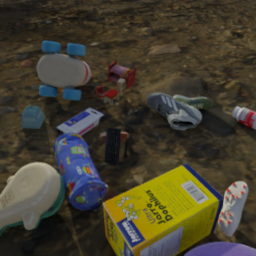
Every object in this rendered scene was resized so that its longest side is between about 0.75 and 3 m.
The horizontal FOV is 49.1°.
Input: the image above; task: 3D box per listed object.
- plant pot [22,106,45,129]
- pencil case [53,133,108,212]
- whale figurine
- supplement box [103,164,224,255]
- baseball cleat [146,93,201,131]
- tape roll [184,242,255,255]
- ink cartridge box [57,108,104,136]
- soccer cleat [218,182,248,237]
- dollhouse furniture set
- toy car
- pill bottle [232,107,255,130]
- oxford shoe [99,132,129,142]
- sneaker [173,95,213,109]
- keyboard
[{"bbox_3d":[-4.071,-0.496,11.867,0.753,0.767,0.751,3,38,4],"label":"plant pot"},{"bbox_3d":[-1.600,1.335,9.158,1.238,1.112,2.849,-7,36,-24],"label":"pencil case"},{"bbox_3d":[-2.986,2.231,8.149,2.558,1.327,2.035,-41,49,-9],"label":"whale figurine"},{"bbox_3d":[0.899,2.396,7.449,2.762,1.503,1.513,-20,42,-24],"label":"supplement box"},{"bbox_3d":[1.769,-0.731,12.013,2.665,0.929,1.418,20,39,26],"label":"baseball cleat"},{"bbox_3d":[2.145,3.962,5.620,2.941,1.249,2.941,1,37,-1],"label":"tape roll"},{"bbox_3d":[-1.969,-0.191,11.819,0.910,0.356,1.922,26,47,31],"label":"ink cartridge box"},{"bbox_3d":[3.041,2.307,8.104,0.586,0.656,1.692,4,44,41],"label":"soccer cleat"},{"bbox_3d":[-0.690,-2.202,13.380,1.256,0.949,2.334,23,44,18],"label":"dollhouse furniture set"},{"bbox_3d":[-2.932,-2.811,14.168,2.436,2.539,2.754,9,9,11],"label":"toy car"},{"bbox_3d":[5.060,-0.451,11.910,0.643,0.643,1.146,-29,45,-32],"label":"pill bottle"},{"bbox_3d":[-0.556,0.277,11.150,1.174,0.416,0.433,-2,32,-4],"label":"oxford shoe"},{"bbox_3d":[2.883,-0.972,12.682,1.862,0.624,0.836,8,45,12],"label":"sneaker"},{"bbox_3d":[-0.376,0.653,9.394,0.824,1.297,0.134,6,13,10],"label":"keyboard"}]
